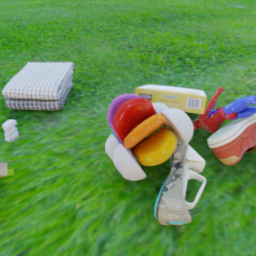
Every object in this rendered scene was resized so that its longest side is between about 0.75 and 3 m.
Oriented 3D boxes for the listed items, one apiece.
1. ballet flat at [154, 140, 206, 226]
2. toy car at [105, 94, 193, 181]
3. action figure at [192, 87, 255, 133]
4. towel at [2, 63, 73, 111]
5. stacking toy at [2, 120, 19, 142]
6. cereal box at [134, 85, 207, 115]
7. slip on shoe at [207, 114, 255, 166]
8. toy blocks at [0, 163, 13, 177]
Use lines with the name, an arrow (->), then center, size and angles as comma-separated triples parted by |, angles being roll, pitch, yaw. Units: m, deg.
ballet flat -> 1.301, 1.119, 6.528 | 0.991, 0.892, 2.631 | 0, 38, 18
toy car -> 0.231, -0.011, 6.807 | 1.997, 1.711, 2.282 | -39, 19, -4
action figure -> 3.134, -0.734, 8.191 | 2.917, 0.952, 1.444 | -24, 34, 39
towel -> -3.171, -1.520, 10.311 | 1.984, 1.026, 2.396 | 1, 36, 4
stacking toy -> -4.451, 0.408, 7.495 | 1.913, 0.596, 2.537 | 4, 25, 13
cereal box -> 1.431, -0.991, 9.037 | 2.017, 0.554, 2.803 | 9, 12, 12
slip on shoe -> 3.229, 0.238, 7.928 | 2.906, 0.889, 1.077 | -24, -2, -45
toy blocks -> -3.505, 1.060, 6.768 | 1.165, 0.582, 0.796 | 5, -17, -40
